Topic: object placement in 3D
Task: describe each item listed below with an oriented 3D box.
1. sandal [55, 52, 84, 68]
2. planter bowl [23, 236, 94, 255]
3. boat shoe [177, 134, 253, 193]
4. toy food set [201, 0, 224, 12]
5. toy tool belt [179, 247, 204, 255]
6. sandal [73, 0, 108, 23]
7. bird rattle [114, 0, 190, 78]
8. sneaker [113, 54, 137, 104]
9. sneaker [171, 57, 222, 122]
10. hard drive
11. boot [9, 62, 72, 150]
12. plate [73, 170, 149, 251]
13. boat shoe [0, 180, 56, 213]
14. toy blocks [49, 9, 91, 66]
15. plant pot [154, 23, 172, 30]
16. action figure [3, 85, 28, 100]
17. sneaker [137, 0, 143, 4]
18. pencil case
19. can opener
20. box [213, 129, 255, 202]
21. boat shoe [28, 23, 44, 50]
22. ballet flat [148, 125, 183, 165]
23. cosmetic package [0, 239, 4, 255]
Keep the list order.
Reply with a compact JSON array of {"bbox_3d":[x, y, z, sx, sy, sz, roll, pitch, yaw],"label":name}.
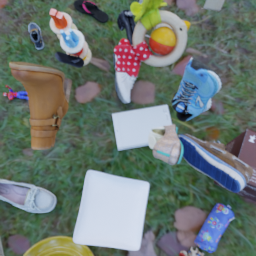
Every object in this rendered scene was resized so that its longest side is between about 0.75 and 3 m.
[{"bbox_3d":[-1.725,-2.124,8.645,0.256,1.195,0.454,-41,76,25],"label":"sandal"},{"bbox_3d":[-2.248,4.894,8.841,2.573,1.072,2.573,6,46,-6],"label":"planter bowl"},{"bbox_3d":[2.407,0.852,8.006,0.859,0.858,2.374,-30,50,-25],"label":"boat shoe"},{"bbox_3d":[2.858,-4.293,9.221,0.614,0.856,0.258,3,43,-13],"label":"toy food set"},{"bbox_3d":[2.256,4.416,9.508,1.026,0.641,0.631,42,46,8],"label":"toy tool belt"},{"bbox_3d":[-1.643,-5.303,12.467,1.765,0.398,0.663,32,76,9],"label":"sandal"},{"bbox_3d":[0.710,-2.623,8.392,2.048,1.415,2.512,18,108,-2],"label":"bird rattle"},{"bbox_3d":[-0.043,-2.141,11.294,1.054,0.901,2.419,-2,74,-6],"label":"sneaker"},{"bbox_3d":[1.782,-0.863,7.754,1.145,2.545,0.998,-42,64,-11],"label":"sneaker"},{"bbox_3d":[0.580,-0.019,10.935,2.224,0.292,1.467,-10,74,-2],"label":"hard drive"},{"bbox_3d":[-2.497,-0.522,8.015,1.105,2.998,2.319,14,89,13],"label":"boot"},{"bbox_3d":[-0.439,2.273,7.714,1.887,0.306,1.891,15,74,-18],"label":"plate"},{"bbox_3d":[-3.798,2.394,9.939,2.473,0.793,0.911,18,74,5],"label":"boat shoe"},{"bbox_3d":[-2.038,-3.167,9.329,0.800,2.203,1.836,-31,87,-1],"label":"toy blocks"},{"bbox_3d":[1.511,-4.076,11.934,0.798,0.872,0.872,23,74,-5],"label":"plant pot"},{"bbox_3d":[-4.379,-1.376,11.172,1.366,0.676,0.446,1,73,3],"label":"action figure"},{"bbox_3d":[1.018,-4.612,9.411,1.152,2.464,0.868,15,82,-6],"label":"sneaker"},{"bbox_3d":[3.008,3.447,9.668,0.747,0.671,1.720,26,74,40],"label":"pencil case"},{"bbox_3d":[0.079,-3.567,10.112,0.552,0.685,1.743,-9,64,-23],"label":"can opener"},{"bbox_3d":[4.241,1.361,9.580,1.730,2.086,1.712,23,75,7],"label":"box"},{"bbox_3d":[-3.981,-4.058,11.976,0.482,0.618,1.361,-23,75,-7],"label":"boat shoe"},{"bbox_3d":[0.927,0.310,7.373,0.800,2.379,0.810,12,98,3],"label":"ballet flat"},{"bbox_3d":[-5.072,3.532,9.258,1.008,1.491,2.835,-18,73,-4],"label":"cosmetic package"}]
